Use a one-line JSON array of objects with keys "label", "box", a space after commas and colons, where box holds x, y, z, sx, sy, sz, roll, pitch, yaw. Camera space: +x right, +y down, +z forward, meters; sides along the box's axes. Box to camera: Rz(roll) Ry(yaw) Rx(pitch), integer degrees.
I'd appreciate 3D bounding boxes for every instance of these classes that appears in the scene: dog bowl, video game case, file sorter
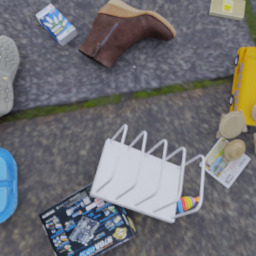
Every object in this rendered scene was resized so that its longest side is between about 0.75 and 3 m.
[{"label": "dog bowl", "box": [-4.005, 1.767, 8.533, 1.267, 0.563, 2.273, -7, 74, -2]}, {"label": "video game case", "box": [3.083, 1.098, 8.945, 1.119, 0.141, 1.230, 40, 79, 10]}, {"label": "file sorter", "box": [0.570, 1.227, 7.604, 2.521, 1.570, 1.749, 22, 57, -12]}]

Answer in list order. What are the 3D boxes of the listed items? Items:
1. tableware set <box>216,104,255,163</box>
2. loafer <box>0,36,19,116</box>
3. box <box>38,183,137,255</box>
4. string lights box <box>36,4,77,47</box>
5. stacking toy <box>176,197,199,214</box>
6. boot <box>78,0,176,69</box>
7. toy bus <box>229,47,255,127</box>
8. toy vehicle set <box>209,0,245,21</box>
[{"label": "tableware set", "box": [3.677, 0.140, 8.506, 2.216, 0.257, 1.851, -17, 116, -8]}, {"label": "loafer", "box": [-4.278, -1.726, 9.277, 0.985, 0.987, 2.823, -16, 65, 36]}, {"label": "box", "box": [-1.182, 2.735, 8.022, 2.323, 0.534, 1.846, -31, 76, 5]}, {"label": "string lights box", "box": [-2.592, -3.723, 10.163, 0.729, 0.418, 1.419, -42, 78, -9]}, {"label": "stacking toy", "box": [1.836, 2.252, 8.498, 0.850, 0.467, 0.494, -12, 92, -14]}, {"label": "boot", "box": [-0.047, -3.021, 9.807, 2.844, 1.029, 2.366, 28, 84, 10]}, {"label": "toy bus", "box": [3.889, -1.344, 9.046, 0.824, 0.991, 2.531, 8, 91, 3]}, {"label": "toy vehicle set", "box": [3.722, -4.510, 10.523, 1.241, 0.164, 0.771, 12, 74, 3]}]
